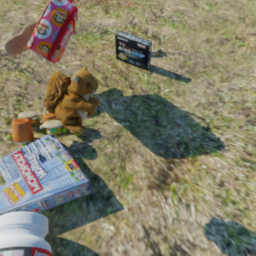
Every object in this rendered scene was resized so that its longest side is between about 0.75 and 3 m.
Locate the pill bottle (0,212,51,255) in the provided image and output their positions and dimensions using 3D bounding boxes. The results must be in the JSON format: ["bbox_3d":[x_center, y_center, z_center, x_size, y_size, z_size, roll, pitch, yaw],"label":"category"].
[{"bbox_3d":[-2.801,3.759,6.975,1.702,1.702,2.938,-5,51,-4],"label":"pill bottle"}]

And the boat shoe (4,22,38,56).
[{"bbox_3d":[-4.123,-3.574,11.317,0.697,0.774,2.152,2,43,52],"label":"boat shoe"}]

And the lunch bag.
[{"bbox_3d":[-2.589,-3.631,10.176,1.118,2.729,2.404,26,95,-14],"label":"lunch bag"}]

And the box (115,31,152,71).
[{"bbox_3d":[0.242,-3.619,13.167,1.777,1.413,0.409,25,55,18],"label":"box"}]

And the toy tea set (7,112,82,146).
[{"bbox_3d":[-3.102,0.099,10.674,2.732,1.011,1.624,4,21,7],"label":"toy tea set"}]

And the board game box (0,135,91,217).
[{"bbox_3d":[-3.179,1.676,9.201,2.843,0.877,2.845,-30,57,-23],"label":"board game box"}]

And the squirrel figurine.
[{"bbox_3d":[-1.417,-0.854,6.971,1.492,1.392,1.056,25,37,6],"label":"squirrel figurine"}]

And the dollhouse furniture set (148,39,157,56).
[{"bbox_3d":[1.083,-4.107,14.162,0.419,0.491,0.947,-19,53,-17],"label":"dollhouse furniture set"}]
